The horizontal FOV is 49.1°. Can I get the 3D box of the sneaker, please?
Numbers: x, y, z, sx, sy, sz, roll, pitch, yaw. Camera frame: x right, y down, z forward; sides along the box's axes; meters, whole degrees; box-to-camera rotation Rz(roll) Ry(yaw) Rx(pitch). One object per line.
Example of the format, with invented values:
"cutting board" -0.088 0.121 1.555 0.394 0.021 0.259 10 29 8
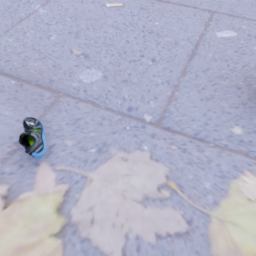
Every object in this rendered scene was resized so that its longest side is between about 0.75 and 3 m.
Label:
"sneaker" -2.456 0.169 7.082 0.498 0.582 1.404 -43 47 15
